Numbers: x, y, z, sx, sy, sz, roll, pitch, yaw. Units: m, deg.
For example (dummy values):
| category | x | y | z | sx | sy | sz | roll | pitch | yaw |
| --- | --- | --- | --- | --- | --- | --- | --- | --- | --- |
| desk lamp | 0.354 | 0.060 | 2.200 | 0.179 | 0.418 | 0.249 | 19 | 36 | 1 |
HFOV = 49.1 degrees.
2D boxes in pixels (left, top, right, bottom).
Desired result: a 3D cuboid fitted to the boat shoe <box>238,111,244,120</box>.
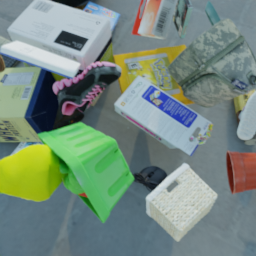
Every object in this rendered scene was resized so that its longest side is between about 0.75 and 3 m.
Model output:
| category | x | y | z | sx | sy | sz | roll | pitch | yaw |
| --- | --- | --- | --- | --- | --- | --- | --- | --- | --- |
| boat shoe | 4.415 | -0.206 | 8.838 | 1.979 | 0.700 | 0.899 | 2 | 42 | -33 |

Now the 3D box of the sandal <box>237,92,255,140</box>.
| category | x | y | z | sx | sy | sz | roll | pitch | yaw |
| --- | --- | --- | --- | --- | --- | --- | --- | --- | --- |
| sandal | 3.044 | -0.385 | 6.852 | 0.575 | 0.347 | 1.414 | 23 | 108 | -5 |

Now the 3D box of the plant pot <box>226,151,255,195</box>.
| category | x | y | z | sx | sy | sz | roll | pitch | yaw |
| --- | --- | --- | --- | --- | --- | --- | --- | --- | --- |
| plant pot | 3.223 | 1.120 | 7.285 | 1.117 | 1.149 | 1.149 | -5 | 61 | 11 |

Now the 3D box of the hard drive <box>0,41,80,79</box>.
| category | x | y | z | sx | sy | sz | roll | pitch | yaw |
| --- | --- | --- | --- | --- | --- | --- | --- | --- | --- |
| hard drive | -2.385 | -1.934 | 7.908 | 1.930 | 0.245 | 1.273 | 19 | 21 | -10 |

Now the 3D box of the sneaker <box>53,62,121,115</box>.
| category | x | y | z | sx | sy | sz | roll | pitch | yaw |
| --- | --- | --- | --- | --- | --- | --- | --- | --- | --- |
| sneaker | -1.243 | -1.122 | 8.719 | 2.577 | 1.018 | 1.229 | -20 | 67 | 30 |

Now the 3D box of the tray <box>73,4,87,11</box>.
| category | x | y | z | sx | sy | sz | roll | pitch | yaw |
| --- | --- | --- | --- | --- | --- | --- | --- | --- | --- |
| tray | -2.063 | -4.914 | 13.241 | 1.085 | 0.407 | 2.200 | -19 | 63 | -10 |

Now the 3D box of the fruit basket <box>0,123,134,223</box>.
| category | x | y | z | sx | sy | sz | roll | pitch | yaw |
| --- | --- | --- | --- | --- | --- | --- | --- | --- | --- |
| fruit basket | -1.655 | 1.106 | 6.706 | 2.871 | 2.071 | 2.871 | -19 | 25 | 10 |

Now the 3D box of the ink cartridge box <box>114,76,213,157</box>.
| category | x | y | z | sx | sy | sz | roll | pitch | yaw |
| --- | --- | --- | --- | --- | --- | --- | --- | --- | --- |
| ink cartridge box | 1.027 | -0.348 | 8.444 | 2.738 | 0.508 | 1.296 | 34 | 71 | 14 |

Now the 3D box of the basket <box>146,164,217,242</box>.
| category | x | y | z | sx | sy | sz | roll | pitch | yaw |
| --- | --- | --- | --- | --- | --- | --- | --- | --- | --- |
| basket | 1.250 | 1.844 | 6.758 | 1.333 | 1.345 | 1.082 | -37 | 63 | -17 |

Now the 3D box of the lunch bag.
| category | x | y | z | sx | sy | sz | roll | pitch | yaw |
| --- | --- | --- | --- | --- | --- | --- | --- | --- | --- |
| lunch bag | 2.538 | -1.697 | 8.334 | 1.683 | 2.415 | 2.025 | -39 | 92 | -15 |

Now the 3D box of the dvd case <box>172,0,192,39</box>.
| category | x | y | z | sx | sy | sz | roll | pitch | yaw |
| --- | --- | --- | --- | --- | --- | --- | --- | --- | --- |
| dvd case | 1.975 | -4.662 | 10.857 | 0.212 | 1.407 | 1.928 | -7 | 59 | -7 |

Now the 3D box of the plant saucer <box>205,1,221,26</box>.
| category | x | y | z | sx | sy | sz | roll | pitch | yaw |
| --- | --- | --- | --- | --- | --- | --- | --- | --- | --- |
| plant saucer | 2.836 | -3.467 | 9.133 | 0.241 | 1.343 | 1.343 | -27 | 61 | 20 |

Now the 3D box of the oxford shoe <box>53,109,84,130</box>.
| category | x | y | z | sx | sy | sz | roll | pitch | yaw |
| --- | --- | --- | --- | --- | --- | --- | --- | --- | --- |
| oxford shoe | -2.376 | -0.315 | 10.798 | 1.280 | 0.465 | 0.540 | -29 | 57 | -23 |

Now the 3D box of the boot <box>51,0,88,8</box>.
| category | x | y | z | sx | sy | sz | roll | pitch | yaw |
| --- | --- | --- | --- | --- | --- | --- | --- | --- | --- |
| boot | -2.353 | -6.973 | 13.713 | 2.927 | 1.083 | 2.399 | -17 | 43 | 2 |

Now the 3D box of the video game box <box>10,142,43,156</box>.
| category | x | y | z | sx | sy | sz | roll | pitch | yaw |
| --- | --- | --- | --- | --- | --- | --- | --- | --- | --- |
| video game box | -3.082 | 0.827 | 10.182 | 1.719 | 0.402 | 1.566 | 25 | 67 | 14 |

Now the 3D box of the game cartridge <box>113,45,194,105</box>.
| category | x | y | z | sx | sy | sz | roll | pitch | yaw |
| --- | --- | --- | --- | --- | --- | --- | --- | --- | --- |
| game cartridge | 1.055 | -1.810 | 10.116 | 2.828 | 0.459 | 2.493 | -12 | 64 | -5 |

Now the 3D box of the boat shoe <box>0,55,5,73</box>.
| category | x | y | z | sx | sy | sz | roll | pitch | yaw |
| --- | --- | --- | --- | --- | --- | --- | --- | --- | --- |
| boat shoe | -3.943 | -2.135 | 7.971 | 0.441 | 1.224 | 0.414 | -26 | 22 | -10 |

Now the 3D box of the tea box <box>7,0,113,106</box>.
| category | x | y | z | sx | sy | sz | roll | pitch | yaw |
| --- | --- | --- | --- | --- | --- | --- | --- | --- | --- |
| tea box | -2.313 | -2.792 | 10.656 | 2.974 | 2.925 | 1.987 | 22 | 63 | 11 |

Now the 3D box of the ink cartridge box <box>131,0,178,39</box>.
| category | x | y | z | sx | sy | sz | roll | pitch | yaw |
| --- | --- | --- | --- | --- | --- | --- | --- | --- | --- |
| ink cartridge box | 0.745 | -4.321 | 9.722 | 0.676 | 2.185 | 2.695 | 9 | 16 | -30 |

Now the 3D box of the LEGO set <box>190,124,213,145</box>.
| category | x | y | z | sx | sy | sz | roll | pitch | yaw |
| --- | --- | --- | --- | --- | --- | --- | --- | --- | --- |
| LEGO set | 2.064 | 0.220 | 7.618 | 0.349 | 0.759 | 0.282 | 43 | 35 | -7 |

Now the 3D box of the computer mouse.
| category | x | y | z | sx | sy | sz | roll | pitch | yaw |
| --- | --- | --- | --- | --- | --- | --- | --- | --- | --- |
| computer mouse | 0.754 | 1.386 | 7.995 | 1.078 | 1.557 | 0.411 | 25 | 99 | 19 |

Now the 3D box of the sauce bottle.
| category | x | y | z | sx | sy | sz | roll | pitch | yaw |
| --- | --- | --- | --- | --- | --- | --- | --- | --- | --- |
| sauce bottle | 4.565 | -0.606 | 10.712 | 0.853 | 0.853 | 2.585 | 1 | 63 | 0 |

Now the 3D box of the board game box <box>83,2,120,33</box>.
| category | x | y | z | sx | sy | sz | roll | pitch | yaw |
| --- | --- | --- | --- | --- | --- | --- | --- | --- | --- |
| board game box | -1.415 | -4.802 | 12.739 | 1.594 | 0.386 | 2.107 | 22 | 53 | -3 |

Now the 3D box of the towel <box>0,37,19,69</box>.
| category | x | y | z | sx | sy | sz | roll | pitch | yaw |
| --- | --- | --- | --- | --- | --- | --- | --- | --- | --- |
| towel | -6.088 | -3.093 | 12.339 | 2.467 | 0.426 | 2.375 | 27 | 68 | 11 |

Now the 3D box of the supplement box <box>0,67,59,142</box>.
| category | x | y | z | sx | sy | sz | roll | pitch | yaw |
| --- | --- | --- | --- | --- | --- | --- | --- | --- | --- |
| supplement box | -3.943 | -0.832 | 10.109 | 2.309 | 1.552 | 2.312 | -1 | 56 | 11 |
